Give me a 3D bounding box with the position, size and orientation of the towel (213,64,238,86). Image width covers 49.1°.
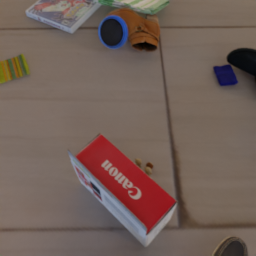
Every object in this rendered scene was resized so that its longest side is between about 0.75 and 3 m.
[{"bbox_3d":[3.507,-1.888,10.126,0.675,0.226,0.914,-8,56,0],"label":"towel"}]

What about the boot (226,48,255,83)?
[{"bbox_3d":[4.504,-1.833,9.676,2.059,0.786,1.730,11,54,-5],"label":"boot"}]

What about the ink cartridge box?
[{"bbox_3d":[-0.138,1.439,6.792,2.529,2.220,1.060,40,68,21],"label":"ink cartridge box"}]

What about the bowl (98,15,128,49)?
[{"bbox_3d":[-0.584,-3.598,10.566,1.204,1.204,0.236,-34,30,-19],"label":"bowl"}]

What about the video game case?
[{"bbox_3d":[-2.690,-5.350,12.253,2.416,0.305,2.651,25,61,15],"label":"video game case"}]

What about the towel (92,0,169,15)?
[{"bbox_3d":[0.154,-5.432,11.903,2.743,0.321,2.092,19,40,17],"label":"towel"}]

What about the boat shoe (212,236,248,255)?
[{"bbox_3d":[2.189,3.552,6.333,0.884,0.763,2.434,29,62,17],"label":"boat shoe"}]

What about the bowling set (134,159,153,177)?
[{"bbox_3d":[0.360,1.141,7.944,1.174,0.630,0.817,36,65,20],"label":"bowling set"}]

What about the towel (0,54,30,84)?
[{"bbox_3d":[-4.864,-1.967,10.163,2.422,0.219,1.042,-22,59,-13],"label":"towel"}]

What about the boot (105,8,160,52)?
[{"bbox_3d":[0.142,-3.756,11.037,2.251,0.863,1.748,6,61,-5],"label":"boot"}]
